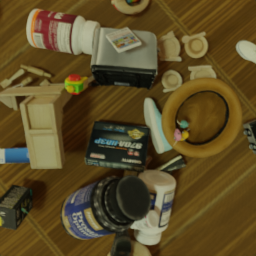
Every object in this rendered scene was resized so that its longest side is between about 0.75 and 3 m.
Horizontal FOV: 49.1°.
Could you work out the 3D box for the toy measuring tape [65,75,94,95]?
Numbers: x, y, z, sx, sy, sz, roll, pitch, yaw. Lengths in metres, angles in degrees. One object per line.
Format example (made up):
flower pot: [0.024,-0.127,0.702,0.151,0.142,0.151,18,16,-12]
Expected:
toy measuring tape: [-1.634,-1.545,9.298,0.652,1.772,0.652,8,118,14]

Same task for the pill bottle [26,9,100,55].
pill bottle: [-2.131,-3.196,9.475,2.203,1.258,1.258,11,88,4]

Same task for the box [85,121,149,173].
box: [-0.327,0.601,9.417,1.960,0.451,1.558,8,55,4]

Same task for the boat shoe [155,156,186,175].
boat shoe: [1.322,1.497,9.759,1.416,0.508,0.479,-29,87,3]

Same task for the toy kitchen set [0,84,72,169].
toy kitchen set: [-2.985,-0.191,9.190,1.951,2.391,2.157,-1,113,2]

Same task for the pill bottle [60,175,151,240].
pill bottle: [-0.714,2.383,8.435,2.870,1.605,1.605,-32,88,43]

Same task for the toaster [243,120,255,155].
toaster: [4.782,0.191,9.692,1.311,0.778,1.185,-21,88,-1]

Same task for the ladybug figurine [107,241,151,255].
ladybug figurine: [-0.060,5.018,9.334,1.760,0.933,2.593,26,86,25]

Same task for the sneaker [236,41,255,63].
sneaker: [4.619,-2.577,9.869,1.664,0.589,0.608,32,89,1]

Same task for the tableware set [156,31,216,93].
tableware set: [1.878,-2.137,9.329,1.861,0.258,2.227,-3,115,32]

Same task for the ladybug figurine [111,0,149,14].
ladybug figurine: [0.026,-4.431,9.594,1.549,0.557,1.051,-24,109,-30]

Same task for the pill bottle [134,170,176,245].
pill bottle: [0.784,2.633,9.236,1.234,1.234,2.222,8,106,0]

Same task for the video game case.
video game case: [-0.144,-2.438,7.735,0.681,0.086,0.951,-23,49,-10]

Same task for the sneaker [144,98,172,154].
sneaker: [1.118,-0.140,9.809,0.805,0.727,1.966,-17,94,-14]

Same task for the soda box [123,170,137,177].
soda box: [0.095,1.466,9.488,0.343,0.324,1.013,26,62,-27]

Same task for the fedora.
fedora: [2.429,-0.357,9.521,2.706,1.104,2.706,1,97,7]

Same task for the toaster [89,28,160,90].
toaster: [-0.194,-2.134,9.141,2.314,2.092,1.373,4,85,0]

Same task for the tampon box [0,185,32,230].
tampon box: [-3.703,2.559,9.103,0.715,1.132,0.848,10,114,5]

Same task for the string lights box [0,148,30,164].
string lights box: [-3.421,0.932,9.613,1.708,0.877,0.503,-3,87,0]

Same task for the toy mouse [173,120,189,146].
toy mouse: [1.695,0.093,8.816,0.194,0.890,1.002,22,58,36]

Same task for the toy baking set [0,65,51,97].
toy baking set: [-3.508,-1.543,9.795,1.652,0.192,1.268,22,96,-17]

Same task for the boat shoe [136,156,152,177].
boat shoe: [0.462,1.534,9.837,0.452,0.477,1.259,37,98,-2]

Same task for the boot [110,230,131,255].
boot: [-0.239,3.585,9.224,0.664,1.671,1.919,13,117,-8]

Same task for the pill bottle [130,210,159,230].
pill bottle: [0.445,2.774,8.394,0.882,0.500,0.500,-26,88,42]
